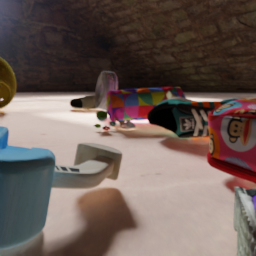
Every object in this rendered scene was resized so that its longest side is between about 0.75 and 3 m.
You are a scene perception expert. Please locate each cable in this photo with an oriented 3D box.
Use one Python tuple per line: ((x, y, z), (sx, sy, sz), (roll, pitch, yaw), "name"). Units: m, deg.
((-0.943, -1.535, 11.553), (0.562, 1.625, 1.625), (7, 36, -23), "cable")

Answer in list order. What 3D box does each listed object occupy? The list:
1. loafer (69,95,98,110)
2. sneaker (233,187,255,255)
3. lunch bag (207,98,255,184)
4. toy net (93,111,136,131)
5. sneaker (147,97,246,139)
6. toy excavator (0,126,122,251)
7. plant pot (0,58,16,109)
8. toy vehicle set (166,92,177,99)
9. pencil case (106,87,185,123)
((-2.146, -1.274, 14.524), (2.035, 0.770, 0.695), (-7, 8, 15), "loafer")
((1.195, 0.792, 2.153), (0.675, 0.472, 1.357), (3, 9, 17), "sneaker")
((2.756, 0.186, 3.867), (2.730, 1.119, 2.405), (-5, 10, -28), "lunch bag")
((-0.378, -0.157, 8.290), (1.240, 0.239, 0.650), (10, 37, -1), "toy net")
((1.793, -0.143, 6.758), (2.964, 1.058, 1.184), (8, 23, 42), "sneaker")
((-0.981, 0.520, 2.812), (2.150, 1.074, 2.091), (11, 8, -15), "toy excavator")
((-6.590, -1.928, 13.462), (2.836, 2.836, 2.013), (-8, 31, -40), "plant pot")
((1.750, -0.661, 8.640), (1.235, 0.164, 0.767), (34, 16, -7), "toy vehicle set")
((0.647, -0.765, 9.816), (2.830, 1.251, 1.251), (-2, 9, -11), "pencil case")
